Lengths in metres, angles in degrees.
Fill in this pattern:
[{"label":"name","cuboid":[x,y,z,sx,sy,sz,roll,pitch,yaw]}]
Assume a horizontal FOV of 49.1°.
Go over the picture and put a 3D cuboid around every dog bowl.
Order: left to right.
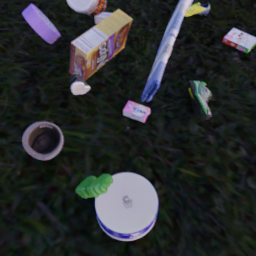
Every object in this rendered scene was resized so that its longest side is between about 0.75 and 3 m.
[{"label":"dog bowl","cuboid":[-0.047,2.233,8.063,1.797,0.708,1.797,0,55,0]}]

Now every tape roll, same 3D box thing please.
[{"label":"tape roll","cuboid":[-3.009,-3.605,9.769,0.446,1.360,1.360,-39,60,8]}]

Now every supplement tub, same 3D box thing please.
[{"label":"supplement tub","cuboid":[-1.363,-4.408,9.592,1.037,1.037,1.692,13,19,9]}]

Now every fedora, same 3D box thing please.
[{"label":"fedora","cuboid":[-2.190,0.375,7.117,0.967,0.494,1.093,35,52,-12]}]

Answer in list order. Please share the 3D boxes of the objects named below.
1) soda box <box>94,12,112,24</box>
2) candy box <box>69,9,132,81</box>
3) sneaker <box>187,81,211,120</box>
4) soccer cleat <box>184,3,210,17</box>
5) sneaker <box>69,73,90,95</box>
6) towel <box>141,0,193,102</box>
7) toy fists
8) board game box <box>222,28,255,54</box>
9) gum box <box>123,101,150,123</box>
[{"label":"soda box","cuboid":[-0.963,-5.250,13.491,1.265,0.401,0.432,7,55,5]},{"label":"candy box","cuboid":[-0.886,-2.644,9.021,0.651,1.346,2.307,39,60,8]},{"label":"sneaker","cuboid":[2.778,-1.100,10.395,0.783,0.717,1.838,-4,55,-3]},{"label":"soccer cleat","cuboid":[3.227,-5.853,13.757,1.567,0.655,0.506,-5,55,-3]},{"label":"sneaker","cuboid":[-1.291,-1.098,6.846,0.350,0.991,0.491,-42,87,10]},{"label":"towel","cuboid":[1.128,-2.291,8.274,0.349,2.156,2.936,21,79,-2]},{"label":"toy fists","cuboid":[-0.851,1.451,6.804,0.564,1.106,0.380,-36,105,-44]},{"label":"board game box","cuboid":[5.075,-3.959,12.676,1.243,0.251,0.951,35,62,22]},{"label":"gum box","cuboid":[0.322,-0.587,10.286,0.903,0.299,0.513,21,58,14]}]
